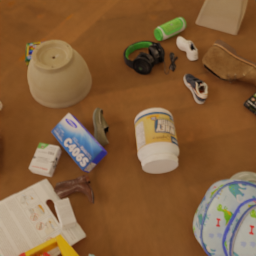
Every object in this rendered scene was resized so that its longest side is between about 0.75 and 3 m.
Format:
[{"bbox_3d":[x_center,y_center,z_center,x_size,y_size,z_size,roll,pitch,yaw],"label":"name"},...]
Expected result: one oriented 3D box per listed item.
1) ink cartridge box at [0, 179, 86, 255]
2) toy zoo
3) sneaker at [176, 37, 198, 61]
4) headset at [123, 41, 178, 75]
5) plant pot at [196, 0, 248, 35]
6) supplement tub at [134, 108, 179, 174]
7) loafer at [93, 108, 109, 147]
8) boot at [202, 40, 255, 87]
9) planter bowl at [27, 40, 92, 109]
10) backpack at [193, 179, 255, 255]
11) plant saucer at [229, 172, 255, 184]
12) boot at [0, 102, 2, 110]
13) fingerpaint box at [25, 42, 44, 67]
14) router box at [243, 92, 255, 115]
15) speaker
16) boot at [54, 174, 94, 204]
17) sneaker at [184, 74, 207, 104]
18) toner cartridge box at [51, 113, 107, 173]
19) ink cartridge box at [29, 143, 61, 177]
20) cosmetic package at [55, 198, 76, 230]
[{"bbox_3d":[-2.875,2.881,7.405,2.735,0.686,2.218,-25,58,-35],"label":"ink cartridge box"},{"bbox_3d":[-2.017,3.547,5.977,2.920,0.299,1.916,-21,43,-27],"label":"toy zoo"},{"bbox_3d":[2.358,-3.218,10.994,0.471,0.550,1.263,-27,61,-15],"label":"sneaker"},{"bbox_3d":[0.819,-2.681,10.349,1.436,1.093,2.326,-41,56,-21],"label":"headset"},{"bbox_3d":[4.072,-5.259,11.616,1.806,1.599,1.803,21,61,12],"label":"plant pot"},{"bbox_3d":[0.852,0.394,8.409,1.220,1.220,1.687,-4,59,-2],"label":"supplement tub"},{"bbox_3d":[-0.836,-0.013,9.061,0.486,0.524,1.395,-8,68,8],"label":"loafer"},{"bbox_3d":[3.989,-1.935,10.136,1.106,1.079,2.932,-48,66,0],"label":"boot"},{"bbox_3d":[-2.473,-2.030,9.714,2.258,1.520,2.258,0,58,0],"label":"planter bowl"},{"bbox_3d":[2.882,2.379,6.476,2.431,1.787,2.225,25,87,9],"label":"backpack"},{"bbox_3d":[3.574,1.883,8.022,1.440,0.361,1.440,0,59,0],"label":"plant saucer"},{"bbox_3d":[-5.627,-0.468,9.042,2.774,1.009,1.253,-34,70,-18],"label":"boot"},{"bbox_3d":[-3.551,-2.888,10.908,0.795,0.349,0.952,-5,59,-3],"label":"fingerpaint box"},{"bbox_3d":[4.567,-0.753,9.523,0.730,0.303,0.975,-39,66,-13],"label":"router box"},{"bbox_3d":[1.721,-4.053,11.491,1.319,0.583,0.583,-30,63,-17],"label":"speaker"},{"bbox_3d":[-1.554,1.881,8.032,1.057,0.340,0.986,-15,49,-11],"label":"boot"},{"bbox_3d":[2.445,-1.523,9.949,0.522,0.528,1.330,-11,59,-21],"label":"sneaker"},{"bbox_3d":[-1.538,0.439,8.637,0.862,0.392,1.815,-46,63,0],"label":"toner cartridge box"},{"bbox_3d":[-2.523,0.977,8.548,0.658,0.379,0.902,11,60,8],"label":"ink cartridge box"},{"bbox_3d":[-1.713,2.334,7.616,0.384,0.270,0.757,-9,49,-26],"label":"cosmetic package"}]
